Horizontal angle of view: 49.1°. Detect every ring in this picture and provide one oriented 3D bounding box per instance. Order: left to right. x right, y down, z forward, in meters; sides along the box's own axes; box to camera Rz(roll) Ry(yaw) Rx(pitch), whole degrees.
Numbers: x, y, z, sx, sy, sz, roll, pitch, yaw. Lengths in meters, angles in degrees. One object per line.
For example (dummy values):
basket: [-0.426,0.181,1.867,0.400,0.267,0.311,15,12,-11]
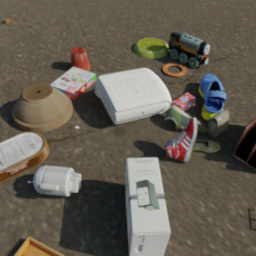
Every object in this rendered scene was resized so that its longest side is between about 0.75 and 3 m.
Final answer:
ring: [2.455,-3.045,14.778,1.248,0.120,1.248,0,43,0]

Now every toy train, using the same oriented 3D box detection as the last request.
toy train: [3.237,-4.277,15.089,1.077,1.441,2.529,-35,53,-30]

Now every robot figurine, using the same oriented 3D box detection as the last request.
robot figurine: [-2.386,1.743,9.205,1.636,0.924,1.388,5,5,6]

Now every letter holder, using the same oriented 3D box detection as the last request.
letter holder: [5.157,0.248,10.237,2.338,1.662,1.176,-31,52,-29]

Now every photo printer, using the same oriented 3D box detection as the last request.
photo printer: [0.309,-1.493,12.271,2.892,1.004,2.406,-15,55,-21]

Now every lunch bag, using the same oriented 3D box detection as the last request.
lunch bag: [3.611,-0.239,11.239,0.799,0.974,0.573,-30,52,-26]

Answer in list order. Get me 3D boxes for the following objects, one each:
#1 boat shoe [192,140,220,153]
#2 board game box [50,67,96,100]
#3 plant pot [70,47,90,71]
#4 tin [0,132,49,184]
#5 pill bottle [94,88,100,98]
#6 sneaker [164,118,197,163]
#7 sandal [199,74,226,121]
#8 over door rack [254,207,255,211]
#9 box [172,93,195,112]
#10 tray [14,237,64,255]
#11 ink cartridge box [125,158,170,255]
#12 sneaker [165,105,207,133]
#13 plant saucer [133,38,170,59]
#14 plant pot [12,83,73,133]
boat shoe: [2.945,0.650,10.745,1.195,0.376,0.436,6,44,6]
board game box: [-2.665,-2.224,13.725,1.433,0.378,1.873,22,48,21]
plant pot: [-2.560,-3.585,14.672,1.061,1.032,1.061,0,44,0]
tin: [-4.289,1.042,10.262,2.736,0.573,1.532,-28,46,-26]
pill bottle: [-1.068,-1.849,13.216,0.551,0.551,0.968,30,51,27]
sneaker: [1.858,0.399,10.022,0.970,1.725,0.615,11,22,3]
sandal: [3.828,-1.625,12.502,1.151,1.260,2.895,2,42,5]
over door rack: [4.448,2.778,8.498,1.037,0.345,0.766,-9,40,21]
box: [2.466,-1.081,12.459,1.021,0.487,0.509,-31,52,-28]
tray: [-2.304,3.711,7.635,1.615,0.299,0.797,19,47,18]
ink cartridge box: [0.457,2.310,8.060,0.995,1.728,2.368,-1,45,-4]
sneaker: [2.287,-0.157,11.514,1.757,0.589,0.789,37,86,13]
plant saucer: [1.365,-4.746,16.387,2.160,0.336,2.160,0,43,0]
plant pot: [-3.723,-1.086,11.984,2.556,1.180,2.556,0,43,0]
